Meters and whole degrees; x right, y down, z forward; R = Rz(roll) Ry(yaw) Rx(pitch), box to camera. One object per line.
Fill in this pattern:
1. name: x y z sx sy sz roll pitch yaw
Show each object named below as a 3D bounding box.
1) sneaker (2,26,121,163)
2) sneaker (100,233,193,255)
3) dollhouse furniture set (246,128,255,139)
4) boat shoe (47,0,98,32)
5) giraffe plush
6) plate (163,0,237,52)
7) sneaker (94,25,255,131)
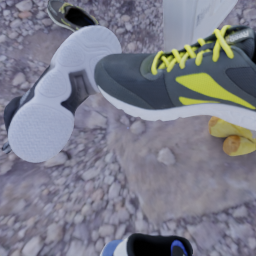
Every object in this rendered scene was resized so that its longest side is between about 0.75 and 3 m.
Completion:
1. sneaker: -1.223 -0.628 4.752 0.997 1.503 2.642 45 61 -28
2. sneaker: 0.646 2.331 3.972 2.256 1.303 0.911 39 45 9
3. dollhouse furniture set: 2.204 -0.759 4.672 1.969 1.285 1.858 -18 77 -55
4. boat shoe: -1.650 -3.352 8.425 2.200 0.662 0.784 39 72 16
5. giraffe plush: 3.031 -0.131 6.518 1.883 1.527 1.624 38 71 15
6. plate: 1.662 -2.682 5.361 0.455 2.810 2.816 36 79 18
7. sneaker: 0.986 -0.788 3.593 2.930 1.240 1.091 7 54 6
